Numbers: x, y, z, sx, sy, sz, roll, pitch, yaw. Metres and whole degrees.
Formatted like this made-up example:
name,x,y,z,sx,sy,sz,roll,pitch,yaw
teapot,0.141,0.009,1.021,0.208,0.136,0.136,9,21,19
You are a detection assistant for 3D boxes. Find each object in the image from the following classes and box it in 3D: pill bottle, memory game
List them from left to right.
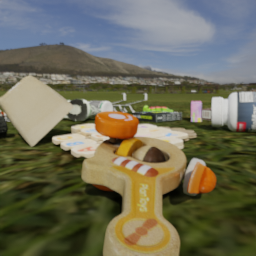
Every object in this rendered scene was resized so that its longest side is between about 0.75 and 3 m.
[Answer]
name,x,y,z,sx,sy,sz,roll,pitch,yaw
pill bottle,-1.521,-0.927,13.786,1.432,0.810,0.810,7,10,37
memory game,0.696,0.172,7.628,2.300,0.147,2.300,0,8,0
pill bottle,3.609,-0.479,8.534,2.020,1.208,1.208,0,7,19

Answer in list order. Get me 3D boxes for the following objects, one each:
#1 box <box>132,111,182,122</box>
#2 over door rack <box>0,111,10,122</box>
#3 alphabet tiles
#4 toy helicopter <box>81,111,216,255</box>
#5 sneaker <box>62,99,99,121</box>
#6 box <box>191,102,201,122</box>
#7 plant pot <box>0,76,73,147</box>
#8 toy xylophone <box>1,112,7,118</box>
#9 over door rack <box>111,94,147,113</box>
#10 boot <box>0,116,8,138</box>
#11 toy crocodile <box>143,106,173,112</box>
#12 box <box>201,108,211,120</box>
name,x,y,z,sx,sy,sz,roll,pitch,yaw
box,1.244,-0.510,12.188,1.592,0.378,1.537,-6,7,-38
over door rack,-5.039,-0.404,10.825,1.142,0.515,1.545,-1,7,-1
alphabet tiles,-0.163,0.177,6.412,2.778,0.207,2.840,-9,14,-32
toy helicopter,0.244,0.574,2.729,1.468,0.875,2.219,9,18,0
sneaker,-2.479,-0.777,12.509,2.930,1.127,1.298,14,4,37
box,2.888,-0.698,11.893,0.432,0.785,0.893,1,10,13
plant pot,-2.300,-0.498,6.620,1.310,1.160,1.309,-47,24,-14
toy xylophone,-5.100,-0.775,11.962,2.911,0.731,2.131,-2,-3,-7
over door rack,-0.183,-1.286,16.150,1.669,0.752,2.259,-5,-13,-37
boot,-3.506,0.048,6.678,1.220,0.614,1.632,-4,8,-30
toy crocodile,1.559,-0.894,14.626,1.745,0.539,0.589,-3,8,-25
box,3.980,-0.633,12.695,1.390,0.521,0.696,-7,10,-36
